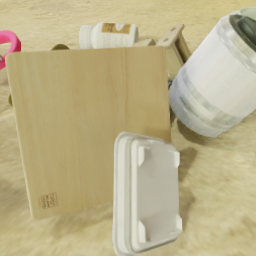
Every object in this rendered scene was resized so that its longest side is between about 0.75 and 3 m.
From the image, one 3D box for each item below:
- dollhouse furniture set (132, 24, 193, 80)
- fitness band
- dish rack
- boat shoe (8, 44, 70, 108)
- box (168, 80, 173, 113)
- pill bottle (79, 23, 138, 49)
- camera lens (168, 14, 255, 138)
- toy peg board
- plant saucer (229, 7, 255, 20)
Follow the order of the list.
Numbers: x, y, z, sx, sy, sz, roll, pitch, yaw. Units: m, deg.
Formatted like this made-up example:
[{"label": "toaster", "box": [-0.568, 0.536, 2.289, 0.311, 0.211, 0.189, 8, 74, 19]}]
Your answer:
[{"label": "dollhouse furniture set", "box": [1.161, -2.504, 9.568, 1.785, 1.258, 1.251, 1, 47, 43]}, {"label": "fitness band", "box": [-4.223, -2.038, 8.020, 2.367, 0.443, 1.700, -27, 48, -4]}, {"label": "dish rack", "box": [0.422, 1.052, 4.600, 0.414, 1.902, 1.632, -9, -14, 39]}, {"label": "boat shoe", "box": [-2.636, -1.520, 8.404, 2.391, 0.872, 0.752, -54, 24, -8]}, {"label": "box", "box": [0.232, -0.694, 7.911, 1.886, 0.595, 2.391, 14, 41, 16]}, {"label": "pill bottle", "box": [-0.713, -3.361, 10.648, 2.101, 1.201, 1.201, 6, 40, 7]}, {"label": "camera lens", "box": [2.347, -1.202, 6.635, 1.967, 2.459, 1.967, 19, 45, -20]}, {"label": "toy peg board", "box": [-0.708, -0.068, 5.527, 2.763, 2.775, 1.357, -9, 12, -21]}, {"label": "plant saucer", "box": [5.686, -4.888, 12.734, 2.712, 0.681, 2.712, -1, 45, 1]}]
